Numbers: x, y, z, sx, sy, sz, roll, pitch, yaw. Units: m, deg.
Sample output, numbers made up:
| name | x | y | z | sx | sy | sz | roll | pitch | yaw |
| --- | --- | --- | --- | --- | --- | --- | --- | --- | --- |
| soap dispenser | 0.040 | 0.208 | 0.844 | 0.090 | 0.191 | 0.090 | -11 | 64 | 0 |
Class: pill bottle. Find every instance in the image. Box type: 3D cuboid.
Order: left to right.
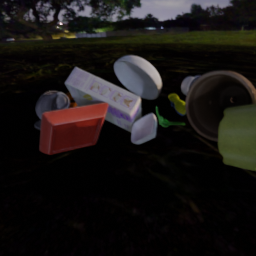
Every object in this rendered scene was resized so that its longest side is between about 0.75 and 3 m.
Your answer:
| name | x | y | z | sx | sy | sz | roll | pitch | yaw |
| --- | --- | --- | --- | --- | --- | --- | --- | --- | --- |
| pill bottle | 3.985 | -1.999 | 14.845 | 1.424 | 1.424 | 2.381 | -12 | 25 | -28 |

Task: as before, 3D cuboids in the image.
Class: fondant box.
| name | x | y | z | sx | sy | sz | roll | pitch | yaw |
| --- | --- | --- | --- | --- | --- | --- | --- | --- | --- |
| fondant box | -0.849 | -0.979 | 10.532 | 2.707 | 0.788 | 1.953 | 25 | -16 | 13 |

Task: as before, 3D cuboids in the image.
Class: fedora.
| name | x | y | z | sx | sy | sz | roll | pitch | yaw |
| --- | --- | --- | --- | --- | --- | --- | --- | --- | --- |
| fedora | -3.041 | -0.928 | 11.818 | 0.704 | 1.378 | 1.558 | -20 | 24 | 48 |

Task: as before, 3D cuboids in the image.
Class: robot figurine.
| name | x | y | z | sx | sy | sz | roll | pitch | yaw |
| --- | --- | --- | --- | --- | --- | --- | --- | --- | --- |
| robot figurine | -2.311 | -1.335 | 13.114 | 1.535 | 1.113 | 0.447 | -17 | -12 | 4 |

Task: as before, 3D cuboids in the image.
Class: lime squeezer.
| name | x | y | z | sx | sy | sz | roll | pitch | yaw |
| --- | --- | --- | --- | --- | --- | --- | --- | --- | --- |
| lime squeezer | 1.525 | -0.314 | 11.578 | 0.675 | 0.361 | 1.912 | -14 | -30 | 43 |

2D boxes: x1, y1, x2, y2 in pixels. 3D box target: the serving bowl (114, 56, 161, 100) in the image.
| name | x | y | z | sx | sy | sz | roll | pitch | yaw |
| --- | --- | --- | --- | --- | --- | --- | --- | --- | --- |
| serving bowl | 0.649 | -2.823 | 14.971 | 2.880 | 2.880 | 0.947 | 20 | 66 | 41 |

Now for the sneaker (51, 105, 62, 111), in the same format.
| name | x | y | z | sx | sy | sz | roll | pitch | yaw |
| --- | --- | --- | --- | --- | --- | --- | --- | --- | --- |
| sneaker | -2.505 | -0.073 | 10.012 | 0.621 | 0.936 | 1.645 | -11 | 50 | -22 |

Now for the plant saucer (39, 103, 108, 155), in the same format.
| name | x | y | z | sx | sy | sz | roll | pitch | yaw |
| --- | --- | --- | --- | --- | --- | --- | --- | --- | --- |
| plant saucer | -1.774 | 0.135 | 9.272 | 2.147 | 2.142 | 0.394 | -12 | 59 | -28 |

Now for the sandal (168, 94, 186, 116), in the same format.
| name | x | y | z | sx | sy | sz | roll | pitch | yaw |
| --- | --- | --- | --- | --- | --- | --- | --- | --- | --- |
| sandal | 2.451 | -1.066 | 13.699 | 0.574 | 0.628 | 1.443 | -19 | 45 | -2 |

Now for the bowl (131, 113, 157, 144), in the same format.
| name | x | y | z | sx | sy | sz | roll | pitch | yaw |
| --- | --- | --- | --- | --- | --- | --- | --- | --- | --- |
| bowl | 0.588 | 0.082 | 9.570 | 0.996 | 0.372 | 0.998 | -27 | 40 | 34 |

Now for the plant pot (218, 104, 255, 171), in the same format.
| name | x | y | z | sx | sy | sz | roll | pitch | yaw |
| --- | --- | --- | --- | --- | --- | --- | --- | --- | --- |
| plant pot | 4.089 | 0.292 | 8.059 | 2.521 | 2.742 | 2.742 | 2 | 19 | 36 |

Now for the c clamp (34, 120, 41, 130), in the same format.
| name | x | y | z | sx | sy | sz | roll | pitch | yaw |
| --- | --- | --- | --- | --- | --- | --- | --- | --- | --- |
| c clamp | -2.696 | -0.271 | 11.995 | 2.702 | 0.366 | 2.309 | 19 | 29 | 40 |

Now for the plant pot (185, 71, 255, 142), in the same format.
| name | x | y | z | sx | sy | sz | roll | pitch | yaw |
| --- | --- | --- | --- | --- | --- | --- | --- | --- | --- |
| plant pot | 3.758 | -0.943 | 10.707 | 2.552 | 2.552 | 2.225 | 14 | 20 | 30 |
